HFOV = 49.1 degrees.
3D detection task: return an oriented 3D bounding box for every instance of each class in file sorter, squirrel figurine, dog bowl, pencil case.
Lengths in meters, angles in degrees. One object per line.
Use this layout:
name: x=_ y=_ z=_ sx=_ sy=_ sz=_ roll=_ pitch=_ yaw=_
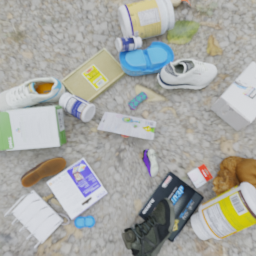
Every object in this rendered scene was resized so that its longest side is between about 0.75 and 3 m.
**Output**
file sorter: x=-3.404 y=3.261 z=10.059 sx=1.634 sy=1.017 sz=1.134 roll=43 pitch=85 yaw=6
squirrel figurine: x=4.358 y=2.259 z=10.384 sx=2.419 sy=1.712 sz=2.258 roll=9 pitch=87 yaw=17
dog bowl: x=0.738 y=-2.860 z=11.789 sx=2.333 sy=0.578 sz=1.300 roll=-11 pitch=70 yaw=-12
dog bowl: x=-1.632 y=3.556 z=10.584 sx=0.784 sy=0.194 sz=0.437 roll=-4 pitch=76 yaw=-1
pencil case: x=0.400 y=-1.118 z=11.639 sx=0.885 sy=0.377 sz=0.409 roll=-43 pitch=85 yaw=-10

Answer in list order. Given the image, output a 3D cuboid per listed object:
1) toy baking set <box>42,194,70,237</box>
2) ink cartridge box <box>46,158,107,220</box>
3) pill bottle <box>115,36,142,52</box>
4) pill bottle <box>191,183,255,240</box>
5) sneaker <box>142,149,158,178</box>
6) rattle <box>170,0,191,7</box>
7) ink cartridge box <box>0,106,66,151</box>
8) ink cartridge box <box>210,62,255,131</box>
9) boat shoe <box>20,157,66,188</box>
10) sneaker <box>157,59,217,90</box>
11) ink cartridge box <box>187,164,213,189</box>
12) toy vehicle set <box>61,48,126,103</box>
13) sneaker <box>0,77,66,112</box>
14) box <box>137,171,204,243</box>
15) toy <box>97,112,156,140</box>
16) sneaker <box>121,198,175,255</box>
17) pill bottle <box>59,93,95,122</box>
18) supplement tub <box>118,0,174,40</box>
toy baking set: x=-2.973 y=3.275 z=10.661 sx=1.849 sy=0.215 sz=1.419 roll=-34 pitch=84 yaw=-3
ink cartridge box: x=-1.930 y=2.296 z=10.639 sx=1.667 sy=0.365 sz=1.682 roll=-34 pitch=83 yaw=-18
pill bottle: x=0.026 y=-3.404 z=11.324 sx=0.976 sy=0.542 sz=0.542 roll=-13 pitch=76 yaw=-18
pill bottle: x=3.351 y=2.937 z=9.543 sx=2.376 sy=1.298 sz=1.298 roll=-39 pitch=77 yaw=29
sneaker: x=0.823 y=1.359 z=11.022 sx=0.405 sy=0.579 sz=1.165 roll=-18 pitch=105 yaw=-39
rattle: x=1.857 y=-6.070 z=12.364 sx=2.022 sy=1.445 sz=1.317 roll=11 pitch=52 yaw=11
ink cartridge box: x=-3.943 y=0.025 z=10.710 sx=2.888 sy=0.857 sz=1.500 roll=-5 pitch=98 yaw=5
ink cartridge box: x=4.603 y=-1.184 z=11.069 sx=1.473 sy=1.499 sz=2.036 roll=42 pitch=80 yaw=10
boat shoe: x=-3.289 y=1.611 z=10.820 sx=1.821 sy=0.640 sz=0.641 roll=-25 pitch=109 yaw=-13
sneaker: x=2.583 y=-2.251 z=11.271 sx=2.792 sy=1.124 sz=1.067 roll=-13 pitch=66 yaw=-25
ink cartridge box: x=2.829 y=1.885 z=10.998 sx=0.827 sy=0.236 sz=0.672 roll=-31 pitch=78 yaw=-3
toy vehicle set: x=-1.439 y=-2.145 z=11.917 sx=2.394 sy=0.317 sz=1.488 roll=-40 pitch=79 yaw=-9
sneaker: x=-4.077 y=-1.388 z=11.298 sx=2.909 sy=1.175 sz=1.113 roll=-18 pitch=78 yaw=-3
box: x=1.605 y=2.946 z=10.583 sx=1.637 sy=0.474 sz=2.060 roll=38 pitch=79 yaw=9
toy: x=-0.021 y=0.043 z=11.147 sx=2.162 sy=0.510 sz=1.245 roll=8 pitch=36 yaw=7
sneaker: x=0.664 y=3.465 z=9.538 sx=1.392 sy=0.929 sz=2.429 roll=11 pitch=115 yaw=-27
pill bottle: x=-2.033 y=-0.839 z=11.109 sx=1.348 sy=0.780 sz=0.780 roll=29 pitch=78 yaw=21
supplement tub: x=0.760 y=-4.605 z=11.896 sx=2.097 sy=1.525 sz=1.525 roll=-16 pitch=77 yaw=-4
